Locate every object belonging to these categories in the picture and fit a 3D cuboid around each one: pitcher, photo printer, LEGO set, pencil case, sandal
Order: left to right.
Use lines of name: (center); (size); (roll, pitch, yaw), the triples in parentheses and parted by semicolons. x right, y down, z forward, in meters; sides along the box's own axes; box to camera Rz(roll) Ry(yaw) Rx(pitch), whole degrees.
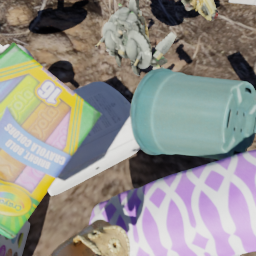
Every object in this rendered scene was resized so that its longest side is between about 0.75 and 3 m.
pitcher: (-2.355, -1.306, 6.007); (1.077, 1.255, 0.761); (39, 96, -13)
photo printer: (-1.069, 0.069, 6.822); (2.692, 0.935, 2.240); (-27, 59, -17)
sandal: (-0.223, 1.034, 2.472); (0.572, 1.561, 0.513); (42, 94, 6)
LEGO set: (0.135, -1.635, 4.621); (0.788, 2.782, 1.806); (-34, 81, -24)
pencil case: (0.880, 1.151, 3.608); (2.807, 1.200, 1.178); (-20, 47, 19)

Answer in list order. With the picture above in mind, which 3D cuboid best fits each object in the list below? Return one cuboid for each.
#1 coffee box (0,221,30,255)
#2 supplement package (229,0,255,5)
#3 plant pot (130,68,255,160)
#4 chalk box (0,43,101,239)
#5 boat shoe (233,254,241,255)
coffee box: (-3.113, 2.248, 4.772); (1.934, 1.913, 1.931); (5, 56, 3)
supplement package: (4.437, -5.134, 10.448); (1.175, 0.704, 0.712); (7, 57, 5)
plant pot: (1.086, -0.175, 4.429); (1.502, 1.534, 1.534); (12, 51, 45)
chalk box: (-1.592, 0.391, 3.329); (1.350, 1.357, 2.180); (39, 63, -15)
boat shoe: (1.769, 2.268, 5.617); (1.185, 0.505, 0.438); (11, 57, 7)
